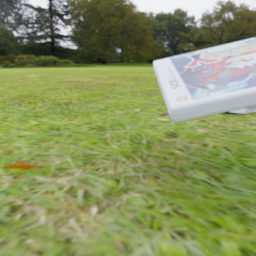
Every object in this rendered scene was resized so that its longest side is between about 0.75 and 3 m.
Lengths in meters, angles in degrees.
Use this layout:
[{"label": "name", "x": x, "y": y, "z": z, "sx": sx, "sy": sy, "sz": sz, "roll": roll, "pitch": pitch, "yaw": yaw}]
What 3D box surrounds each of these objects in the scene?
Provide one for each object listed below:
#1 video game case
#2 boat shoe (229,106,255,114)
[{"label": "video game case", "x": 1.995, "y": -1.096, "z": 5.244, "sx": 2.853, "sy": 0.328, "sz": 2.600, "roll": -12, "pitch": 29, "yaw": 5}, {"label": "boat shoe", "x": 5.064, "y": -1.142, "z": 11.764, "sx": 2.729, "sy": 0.932, "sz": 1.008, "roll": -3, "pitch": 15, "yaw": -9}]
